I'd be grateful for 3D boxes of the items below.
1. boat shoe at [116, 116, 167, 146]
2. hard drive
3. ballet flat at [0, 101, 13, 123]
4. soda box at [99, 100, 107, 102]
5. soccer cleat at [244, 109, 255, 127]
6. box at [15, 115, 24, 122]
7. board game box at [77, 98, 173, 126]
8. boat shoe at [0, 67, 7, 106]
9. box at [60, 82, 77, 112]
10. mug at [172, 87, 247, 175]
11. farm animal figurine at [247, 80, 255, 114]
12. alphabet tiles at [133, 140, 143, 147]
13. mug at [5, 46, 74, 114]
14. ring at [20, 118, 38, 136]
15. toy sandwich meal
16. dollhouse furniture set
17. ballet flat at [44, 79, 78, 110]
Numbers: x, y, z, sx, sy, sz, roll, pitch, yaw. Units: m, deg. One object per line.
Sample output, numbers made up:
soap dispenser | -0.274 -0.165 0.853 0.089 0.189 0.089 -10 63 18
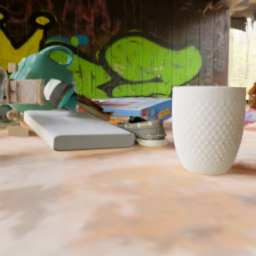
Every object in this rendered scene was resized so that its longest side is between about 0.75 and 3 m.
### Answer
boat shoe | 0.245 0.000 6.599 0.686 0.574 1.921 -6 10 -28
hard drive | -1.260 -0.013 6.489 1.718 0.342 2.605 -1 14 -31
ballet flat | -5.379 -0.715 11.363 2.624 0.944 0.944 7 10 44
soda box | -0.871 -1.406 17.441 0.635 0.683 2.001 6 10 39
soccer cleat | 3.933 -0.352 9.196 1.449 0.554 0.483 -11 -12 -44
box | -3.633 -0.393 11.064 1.529 0.317 0.296 -1 1 -18
board game box | -0.019 -0.538 9.761 2.482 0.693 2.430 5 15 32
boat shoe | -3.075 -0.502 5.532 0.980 0.959 2.768 31 26 -26
box | -2.329 -0.856 9.927 0.745 1.540 1.359 0 8 7
mug | 1.274 -0.008 4.473 1.071 1.272 1.450 3 8 19
farm animal figurine | 4.124 -0.241 6.854 2.511 1.262 2.027 1 31 -19
alphabet tiles | -0.227 0.344 6.510 1.337 0.042 1.112 -4 9 -25
mug | -3.058 -1.593 9.561 1.569 2.538 2.085 32 -42 -30
ring | -1.736 -0.050 7.745 2.326 0.223 2.326 7 13 -2
toy sandwich meal | -0.878 -0.535 7.504 1.106 0.379 1.106 28 -4 2
dollhouse furniture set | -2.775 -0.817 7.871 1.704 1.999 0.976 2 9 13
ballet flat | -1.780 -0.843 7.312 0.724 0.720 2.117 35 -5 -2
